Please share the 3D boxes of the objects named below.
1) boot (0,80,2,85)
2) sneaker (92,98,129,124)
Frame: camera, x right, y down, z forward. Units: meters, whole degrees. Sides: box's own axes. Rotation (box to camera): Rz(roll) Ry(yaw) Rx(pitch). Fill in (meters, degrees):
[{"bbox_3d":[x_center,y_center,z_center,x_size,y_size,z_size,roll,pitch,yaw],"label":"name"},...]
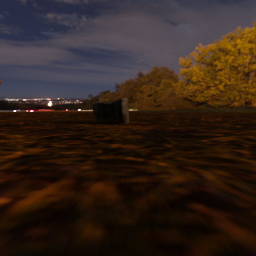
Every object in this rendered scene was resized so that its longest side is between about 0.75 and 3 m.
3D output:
[{"bbox_3d":[-3.694,-0.772,6.276,2.110,0.918,2.537,-10,29,13],"label":"boot"},{"bbox_3d":[-0.601,-0.552,9.738,1.269,0.847,2.216,-2,1,-8],"label":"sneaker"}]
